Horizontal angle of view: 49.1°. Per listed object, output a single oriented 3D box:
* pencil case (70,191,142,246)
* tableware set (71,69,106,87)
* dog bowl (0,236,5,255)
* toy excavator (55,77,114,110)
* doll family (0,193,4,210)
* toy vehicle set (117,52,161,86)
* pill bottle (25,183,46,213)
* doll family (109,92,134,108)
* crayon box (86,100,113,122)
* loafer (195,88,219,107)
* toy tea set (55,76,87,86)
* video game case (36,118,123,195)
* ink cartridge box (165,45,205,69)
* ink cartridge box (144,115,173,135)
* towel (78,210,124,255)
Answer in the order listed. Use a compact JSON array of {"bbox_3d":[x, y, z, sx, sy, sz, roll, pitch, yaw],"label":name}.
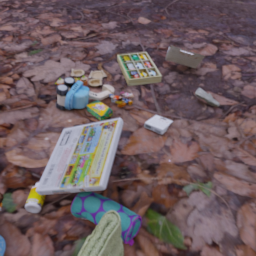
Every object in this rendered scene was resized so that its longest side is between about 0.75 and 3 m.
[{"bbox_3d":[-0.678,2.693,8.557,2.101,0.971,0.894,19,14,25],"label":"pencil case"},{"bbox_3d":[-2.269,-2.679,15.226,2.195,0.255,1.834,-3,41,-2],"label":"tableware set"},{"bbox_3d":[-4.615,3.457,7.995,2.021,0.501,1.127,-2,41,-3],"label":"dog bowl"},{"bbox_3d":[-2.042,-1.559,13.485,2.306,1.152,2.243,20,41,4],"label":"toy excavator"},{"bbox_3d":[-4.960,2.508,8.407,2.889,1.302,1.793,11,27,16],"label":"doll family"},{"bbox_3d":[0.559,-3.426,15.978,1.834,0.391,2.952,-9,42,-10],"label":"toy vehicle set"},{"bbox_3d":[-3.031,2.298,9.300,0.518,0.518,0.949,2,41,2],"label":"pill bottle"},{"bbox_3d":[-0.246,-1.313,13.531,0.846,0.614,1.362,22,28,33],"label":"doll family"},{"bbox_3d":[-1.330,-0.811,13.015,0.674,0.331,1.136,-32,50,-31],"label":"crayon box"},{"bbox_3d":[3.843,-1.459,13.432,1.292,0.452,0.451,33,78,1],"label":"loafer"},{"bbox_3d":[-2.931,-2.354,14.457,1.656,0.613,0.985,-27,42,-20],"label":"toy tea set"},{"bbox_3d":[-1.509,0.889,9.093,2.432,0.306,2.672,-10,43,25],"label":"video game case"},{"bbox_3d":[3.107,-4.023,15.232,1.900,2.338,0.667,17,83,3],"label":"ink cartridge box"},{"bbox_3d":[1.356,-0.151,12.401,0.901,0.316,1.109,23,28,24],"label":"ink cartridge box"},{"bbox_3d":[-0.832,3.613,6.635,0.517,2.104,2.836,12,39,21],"label":"towel"}]
